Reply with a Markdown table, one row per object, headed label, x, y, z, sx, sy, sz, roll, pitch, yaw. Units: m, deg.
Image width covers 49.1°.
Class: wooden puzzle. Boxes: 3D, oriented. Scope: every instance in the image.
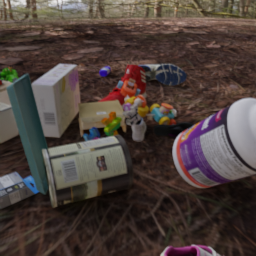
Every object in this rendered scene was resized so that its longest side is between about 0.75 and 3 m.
| label | x | y | z | sx | sy | sz | roll | pitch | yaw |
| --- | --- | --- | --- | --- | --- | --- | --- | --- | --- |
| wooden puzzle | -5.509 | -1.407 | 9.718 | 2.285 | 0.460 | 2.470 | 16 | 31 | 30 |

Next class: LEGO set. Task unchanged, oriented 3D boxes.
| label | x | y | z | sx | sy | sz | roll | pitch | yaw |
| --- | --- | --- | --- | --- | --- | --- | --- | --- | --- |
| LEGO set | -0.510 | 0.205 | 8.458 | 0.812 | 0.874 | 2.129 | 12 | 45 | 46 |

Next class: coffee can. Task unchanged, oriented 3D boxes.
| label | x | y | z | sx | sy | sz | roll | pitch | yaw |
| --- | --- | --- | --- | --- | --- | --- | --- | --- | --- |
| coffee can | -0.949 | 0.953 | 6.435 | 1.793 | 1.312 | 1.312 | -10 | 29 | -19 |

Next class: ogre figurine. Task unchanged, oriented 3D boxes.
| label | x | y | z | sx | sy | sz | roll | pitch | yaw |
| --- | --- | --- | --- | --- | --- | --- | --- | --- | --- |
| ogre figurine | -5.813 | -2.261 | 13.281 | 1.193 | 0.977 | 1.990 | -25 | 17 | -9 |

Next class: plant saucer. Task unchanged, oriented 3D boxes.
| label | x | y | z | sx | sy | sz | roll | pitch | yaw |
| --- | --- | --- | --- | --- | --- | --- | --- | --- | --- |
| plant saucer | -2.198 | 0.184 | 6.441 | 0.256 | 2.701 | 0.944 | -7 | 24 | 3 |

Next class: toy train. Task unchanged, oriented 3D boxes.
| label | x | y | z | sx | sy | sz | roll | pitch | yaw |
| --- | --- | --- | --- | --- | --- | --- | --- | --- | --- |
| toy train | 0.735 | -1.001 | 9.961 | 2.480 | 0.690 | 1.863 | 25 | 34 | -3 |

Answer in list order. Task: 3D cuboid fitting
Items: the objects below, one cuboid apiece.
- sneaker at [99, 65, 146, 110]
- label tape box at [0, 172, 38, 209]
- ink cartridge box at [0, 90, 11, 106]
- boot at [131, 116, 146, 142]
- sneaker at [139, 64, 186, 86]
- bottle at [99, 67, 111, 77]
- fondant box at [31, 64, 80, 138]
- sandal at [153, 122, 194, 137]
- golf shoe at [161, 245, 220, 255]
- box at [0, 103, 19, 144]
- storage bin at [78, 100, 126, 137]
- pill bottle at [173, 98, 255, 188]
| label | x | y | z | sx | sy | sz | roll | pitch | yaw |
| --- | --- | --- | --- | --- | --- | --- | --- | --- | --- |
| sneaker | -0.283 | -1.691 | 11.296 | 1.100 | 1.622 | 2.808 | 17 | 31 | 31 |
| label tape box | -2.695 | 1.403 | 6.657 | 1.052 | 0.348 | 0.754 | -22 | 34 | -34 |
| ink cartridge box | -5.583 | -1.206 | 10.990 | 1.657 | 1.038 | 1.065 | 3 | 27 | 5 |
| boot | 0.368 | -0.149 | 9.347 | 0.505 | 0.656 | 1.372 | 0 | 27 | 1 |
| sneaker | 1.734 | -2.873 | 14.345 | 2.712 | 1.045 | 1.155 | 14 | 26 | 24 |
| bottle | -1.241 | -3.169 | 15.601 | 0.453 | 0.354 | 1.085 | 7 | 28 | 13 |
| fondant box | -2.403 | -1.042 | 9.828 | 0.731 | 1.811 | 2.510 | 3 | 27 | 6 |
| sandal | 1.498 | 0.128 | 9.061 | 1.348 | 0.507 | 0.323 | -4 | 35 | 11 |
| golf shoe | 1.346 | 2.278 | 4.385 | 1.908 | 0.873 | 0.718 | 1 | 26 | -2 |
| box | -5.043 | -0.334 | 9.269 | 2.692 | 1.046 | 1.278 | 17 | 32 | 30 |
| storage bin | -0.934 | -0.335 | 9.677 | 1.492 | 0.699 | 1.482 | -5 | 29 | -11 |
| pill bottle | 2.352 | 0.303 | 6.041 | 1.531 | 1.531 | 2.748 | -22 | -9 | -36 |
